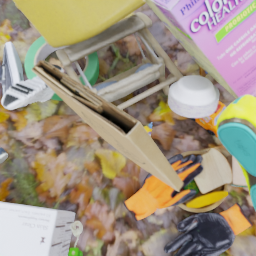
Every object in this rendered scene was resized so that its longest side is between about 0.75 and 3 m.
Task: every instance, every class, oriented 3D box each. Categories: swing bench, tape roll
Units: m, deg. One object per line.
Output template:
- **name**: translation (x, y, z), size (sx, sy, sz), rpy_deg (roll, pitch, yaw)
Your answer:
- **swing bench**: translation (-0.327, -1.691, 7.895), size (2.607, 1.700, 2.621), rpy_deg (-28, 87, -7)
- **tape roll**: translation (-2.052, -1.986, 8.822), size (2.241, 0.539, 2.241), rpy_deg (0, 72, 0)

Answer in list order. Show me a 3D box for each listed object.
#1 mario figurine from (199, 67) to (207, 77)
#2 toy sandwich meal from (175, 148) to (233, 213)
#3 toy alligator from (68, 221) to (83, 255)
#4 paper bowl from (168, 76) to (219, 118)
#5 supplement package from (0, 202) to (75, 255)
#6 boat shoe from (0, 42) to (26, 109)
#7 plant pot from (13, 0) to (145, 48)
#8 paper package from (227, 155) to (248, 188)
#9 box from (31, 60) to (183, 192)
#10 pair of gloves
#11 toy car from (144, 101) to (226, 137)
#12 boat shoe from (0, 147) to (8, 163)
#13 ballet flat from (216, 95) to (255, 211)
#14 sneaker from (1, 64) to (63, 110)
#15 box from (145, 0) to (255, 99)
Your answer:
- **mario figurine**: translation (3.105, -1.968, 8.882), size (1.678, 0.889, 1.036), rpy_deg (-4, 108, 10)
- **toy sandwich meal**: translation (1.915, 1.380, 7.567), size (1.872, 0.641, 1.872), rpy_deg (-3, 71, 9)
- **toy alligator**: translation (-0.733, 1.951, 3.705), size (0.421, 0.386, 1.421), rpy_deg (0, 36, -2)
- **paper bowl**: translation (1.538, -0.795, 6.567), size (1.160, 0.603, 1.160), rpy_deg (0, 41, 0)
- **supplement package**: translation (-2.948, 2.547, 6.477), size (2.874, 2.238, 1.593), rpy_deg (7, 73, 2)
- **boat shoe**: translation (-3.679, -1.617, 8.629), size (0.739, 0.782, 2.181), rpy_deg (-13, 80, -5)
- **plant pot**: translation (-1.263, -3.116, 6.495), size (2.279, 2.228, 2.213), rpy_deg (-35, 111, 10)
- **paper package**: translation (3.302, 1.205, 7.835), size (0.947, 0.490, 0.902), rpy_deg (5, 72, 1)
- **box**: translation (-0.235, 0.097, 5.368), size (2.418, 2.958, 0.315), rpy_deg (34, 80, 33)
- **pair of gloves**: translation (1.515, 2.177, 7.336), size (2.421, 0.336, 2.717), rpy_deg (-38, 84, 3)
- **toy car**: translation (1.690, -0.005, 7.992), size (2.795, 0.930, 1.371), rpy_deg (-31, 75, -10)
- **boat shoe**: translation (-3.992, 1.006, 7.927), size (1.165, 0.436, 0.360), rpy_deg (-41, 78, -13)
- **ballet flat**: translation (2.427, 0.651, 4.770), size (2.879, 0.962, 0.965), rpy_deg (54, 50, -21)
- **sneaker**: translation (-2.249, -0.879, 6.888), size (0.664, 0.716, 1.767), rpy_deg (28, 49, 23)
- **box**: translation (1.766, -2.192, 5.958), size (1.283, 2.334, 2.654), rpy_deg (-43, 120, 15)
